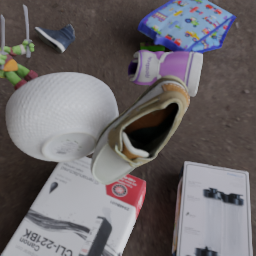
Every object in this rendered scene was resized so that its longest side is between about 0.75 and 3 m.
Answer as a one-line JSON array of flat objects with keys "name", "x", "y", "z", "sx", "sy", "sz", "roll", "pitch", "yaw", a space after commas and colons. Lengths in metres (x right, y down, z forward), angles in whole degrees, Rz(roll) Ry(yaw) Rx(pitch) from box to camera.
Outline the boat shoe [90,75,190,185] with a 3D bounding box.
[{"name": "boat shoe", "x": 0.061, "y": 0.190, "z": 4.595, "sx": 0.882, "sy": 2.360, "sz": 0.807, "roll": 33, "pitch": 26, "yaw": -9}]

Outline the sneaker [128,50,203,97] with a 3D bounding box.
[{"name": "sneaker", "x": 0.864, "y": -1.319, "z": 6.364, "sx": 1.564, "sy": 2.742, "sz": 0.994, "roll": 9, "pitch": 96, "yaw": 14}]

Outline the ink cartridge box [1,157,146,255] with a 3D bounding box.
[{"name": "ink cartridge box", "x": -1.125, "y": 2.308, "z": 6.338, "sx": 2.143, "sy": 1.244, "sz": 2.970, "roll": 20, "pitch": 60, "yaw": 12}]

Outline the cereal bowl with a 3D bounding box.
[{"name": "cereal bowl", "x": -1.164, "y": 0.014, "z": 5.355, "sx": 2.150, "sy": 2.150, "sz": 0.895, "roll": -14, "pitch": 57, "yaw": -9}]

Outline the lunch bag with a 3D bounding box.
[{"name": "lunch bag", "x": 1.895, "y": -3.429, "z": 9.635, "sx": 2.818, "sy": 1.325, "sz": 2.121, "roll": -33, "pitch": 63, "yaw": -34}]

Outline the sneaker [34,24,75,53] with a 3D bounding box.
[{"name": "sneaker", "x": -2.655, "y": -3.538, "z": 10.432, "sx": 1.455, "sy": 0.553, "sz": 1.051, "roll": 36, "pitch": 74, "yaw": 10}]

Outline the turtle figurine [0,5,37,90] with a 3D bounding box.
[{"name": "turtle figurine", "x": -2.115, "y": -1.329, "z": 5.481, "sx": 1.615, "sy": 1.566, "sz": 1.162, "roll": -42, "pitch": 24, "yaw": -3}]

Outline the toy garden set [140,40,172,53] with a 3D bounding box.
[{"name": "toy garden set", "x": 1.303, "y": -2.404, "z": 9.855, "sx": 1.661, "sy": 0.398, "sz": 1.992, "roll": -2, "pitch": 57, "yaw": -1}]

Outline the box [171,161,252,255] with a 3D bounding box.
[{"name": "box", "x": 1.940, "y": 2.309, "z": 6.576, "sx": 1.638, "sy": 0.844, "sz": 2.808, "roll": 8, "pitch": 58, "yaw": 5}]
